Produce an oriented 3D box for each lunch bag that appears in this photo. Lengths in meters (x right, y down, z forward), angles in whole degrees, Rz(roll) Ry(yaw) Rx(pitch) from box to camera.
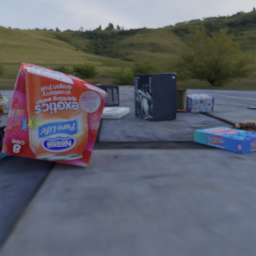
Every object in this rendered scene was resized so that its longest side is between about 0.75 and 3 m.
[{"bbox_3d":[3.303,-1.201,13.460,1.188,0.865,1.397,-2,18,-8],"label":"lunch bag"}]

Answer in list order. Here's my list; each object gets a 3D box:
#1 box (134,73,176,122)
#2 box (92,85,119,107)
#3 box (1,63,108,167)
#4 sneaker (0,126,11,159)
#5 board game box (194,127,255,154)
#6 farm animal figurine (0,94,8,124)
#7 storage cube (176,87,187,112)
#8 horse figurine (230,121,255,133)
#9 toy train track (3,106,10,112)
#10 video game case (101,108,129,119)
[{"bbox_3d":[1.025,-1.235,10.951,1.080,1.743,1.713,-6,11,-22],"label":"box"},{"bbox_3d":[-1.696,-1.562,14.258,1.823,1.071,1.793,-5,4,-43],"label":"box"},{"bbox_3d":[-1.604,-0.430,5.739,1.455,1.393,2.919,13,10,-23],"label":"box"},{"bbox_3d":[-2.592,0.156,5.351,0.731,0.855,2.063,-5,7,-1],"label":"sneaker"},{"bbox_3d":[2.385,0.254,6.509,1.028,0.304,1.352,-6,12,-33],"label":"board game box"},{"bbox_3d":[-4.190,-0.342,8.331,1.233,0.643,1.219,-16,45,0],"label":"farm animal figurine"},{"bbox_3d":[2.190,-1.337,13.408,1.012,1.184,1.064,-1,4,-1],"label":"storage cube"},{"bbox_3d":[3.445,0.051,7.284,1.735,0.433,1.150,3,7,28],"label":"horse figurine"},{"bbox_3d":[-4.827,-0.751,12.239,2.696,0.439,1.546,-1,18,30],"label":"toy train track"},{"bbox_3d":[-1.122,-0.666,12.018,2.009,0.261,2.207,2,10,10],"label":"video game case"}]
